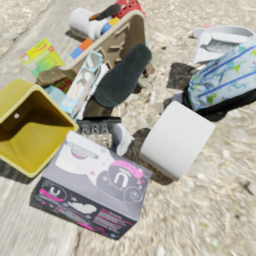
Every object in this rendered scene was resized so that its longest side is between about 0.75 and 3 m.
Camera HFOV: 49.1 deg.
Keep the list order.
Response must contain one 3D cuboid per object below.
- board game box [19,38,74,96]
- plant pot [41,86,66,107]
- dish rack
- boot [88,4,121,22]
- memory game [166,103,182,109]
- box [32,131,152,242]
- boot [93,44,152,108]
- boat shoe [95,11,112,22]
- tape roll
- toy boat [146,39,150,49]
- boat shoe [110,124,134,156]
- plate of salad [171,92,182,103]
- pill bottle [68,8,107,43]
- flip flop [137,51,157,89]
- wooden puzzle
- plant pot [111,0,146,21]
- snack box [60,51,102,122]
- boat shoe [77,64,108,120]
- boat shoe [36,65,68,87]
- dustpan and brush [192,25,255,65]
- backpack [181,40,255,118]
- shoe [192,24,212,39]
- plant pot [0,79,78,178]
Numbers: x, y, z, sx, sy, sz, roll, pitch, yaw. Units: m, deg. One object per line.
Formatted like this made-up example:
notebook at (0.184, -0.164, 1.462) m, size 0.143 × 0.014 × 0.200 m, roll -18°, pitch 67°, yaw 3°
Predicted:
board game box at (-2.451, -1.779, 8.965) m, size 0.994 × 1.958 × 0.466 m, roll -40°, pitch 58°, yaw -7°
plant pot at (-2.454, -0.782, 8.655) m, size 0.958 × 0.976 × 0.956 m, roll 21°, pitch 53°, yaw 22°
dish rack at (-0.930, 0.399, 7.715) m, size 1.618 × 0.575 × 2.109 m, roll -3°, pitch 30°, yaw -3°
boot at (-0.669, -3.214, 7.901) m, size 0.788 × 0.287 × 0.837 m, roll -42°, pitch 29°, yaw -8°
memory game at (1.676, -0.358, 8.785) m, size 1.101 × 0.070 × 1.101 m, roll 8°, pitch 55°, yaw -11°
box at (-0.725, 1.232, 6.024) m, size 2.056 × 1.180 × 1.359 m, roll 28°, pitch 44°, yaw -6°
boot at (-0.370, -1.290, 8.433) m, size 0.895 × 1.969 × 2.344 m, roll 39°, pitch 67°, yaw -9°
boat shoe at (-1.115, -6.047, 14.928) m, size 1.747 × 0.645 × 0.745 m, roll -18°, pitch 45°, yaw -22°
tape roll at (1.201, 0.341, 6.947) m, size 1.163 × 1.694 × 1.694 m, roll 33°, pitch 50°, yaw 13°
toy boat at (-0.121, -3.598, 11.982) m, size 2.130 × 0.990 × 1.790 m, roll -12°, pitch 44°, yaw -13°
boat shoe at (-0.102, 0.285, 6.907) m, size 0.514 × 1.206 × 0.446 m, roll -25°, pitch 55°, yaw -28°
plate of salad at (1.918, -0.889, 9.597) m, size 0.897 × 0.215 × 0.897 m, roll 3°, pitch 52°, yaw -4°
pill bottle at (-1.609, -4.616, 12.900) m, size 2.172 × 1.242 × 1.242 m, roll 32°, pitch 51°, yaw 30°
flip flop at (0.706, -2.232, 10.148) m, size 0.607 × 0.855 × 2.108 m, roll -22°, pitch 27°, yaw 40°
wooden puzzle at (-0.719, -2.346, 8.664) m, size 2.717 × 2.517 × 0.629 m, roll -36°, pitch 82°, yaw 2°
plant pot at (0.026, -3.453, 8.481) m, size 0.915 × 0.915 × 0.833 m, roll -37°, pitch 88°, yaw -34°
snack box at (-1.239, -1.057, 7.574) m, size 0.335 × 1.050 × 1.807 m, roll 25°, pitch 74°, yaw 1°
boat shoe at (-1.095, -1.059, 8.555) m, size 0.670 × 0.684 × 1.932 m, roll 33°, pitch 78°, yaw 8°
boat shoe at (-2.248, -1.547, 8.464) m, size 0.461 × 0.433 × 1.282 m, roll 53°, pitch 44°, yaw 5°
dustpan and brush at (3.626, -2.721, 8.878) m, size 2.844 × 0.814 × 1.985 m, roll 10°, pitch 51°, yaw 14°
backpack at (3.015, -1.298, 7.878) m, size 2.072 × 1.953 × 2.540 m, roll -8°, pitch 4°, yaw -26°
shoe at (3.639, -4.698, 13.591) m, size 1.396 × 0.499 × 0.635 m, roll -8°, pitch 41°, yaw -16°
plant pot at (-2.485, -0.157, 6.422) m, size 1.621 × 1.574 × 1.585 m, roll 30°, pitch 74°, yaw 42°
